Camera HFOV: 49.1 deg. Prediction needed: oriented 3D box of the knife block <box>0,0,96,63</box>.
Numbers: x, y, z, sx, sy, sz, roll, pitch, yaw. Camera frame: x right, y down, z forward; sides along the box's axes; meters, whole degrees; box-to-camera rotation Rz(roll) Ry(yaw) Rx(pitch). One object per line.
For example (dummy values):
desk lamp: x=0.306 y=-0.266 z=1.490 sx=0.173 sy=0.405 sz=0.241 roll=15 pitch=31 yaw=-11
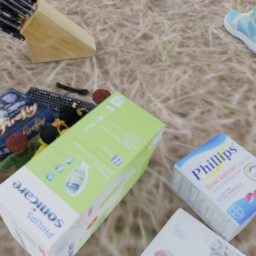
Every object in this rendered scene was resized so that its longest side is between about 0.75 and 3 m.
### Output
knife block: x=-2.465 y=-3.238 z=8.359 sx=2.781 sy=2.441 sz=0.890 roll=-8 pitch=50 yaw=-7

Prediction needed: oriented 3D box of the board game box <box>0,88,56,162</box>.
board game box: x=-3.227 y=0.168 z=6.299 sx=1.791 sy=0.458 sz=2.644 roll=24 pitch=54 yaw=37

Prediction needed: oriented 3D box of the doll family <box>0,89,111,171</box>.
doll family: x=-1.242 y=0.153 z=5.872 sx=1.099 sy=1.619 sz=2.800 roll=28 pitch=53 yaw=24

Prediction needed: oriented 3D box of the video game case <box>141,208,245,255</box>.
video game case: x=1.169 y=2.673 z=4.538 sx=2.179 sy=0.258 sz=1.983 roll=33 pitch=56 yaw=26

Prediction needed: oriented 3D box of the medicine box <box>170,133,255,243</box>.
medicine box: x=1.904 y=1.109 z=5.566 sx=1.438 sy=0.813 sz=1.579 roll=-30 pitch=55 yaw=-24

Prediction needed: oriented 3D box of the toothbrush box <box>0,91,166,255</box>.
toothbrush box: x=-0.713 y=0.926 z=4.841 sx=1.136 sy=1.922 sz=2.639 roll=37 pitch=55 yaw=15

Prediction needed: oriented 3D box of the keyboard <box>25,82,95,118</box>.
keyboard: x=-1.851 y=-0.812 z=7.703 sx=2.017 sy=0.208 sz=1.282 roll=16 pitch=50 yaw=13

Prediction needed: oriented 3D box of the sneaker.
sneaker: x=4.228 y=-3.747 z=9.365 sx=0.987 sy=1.621 sz=2.482 roll=-17 pitch=50 yaw=-13
